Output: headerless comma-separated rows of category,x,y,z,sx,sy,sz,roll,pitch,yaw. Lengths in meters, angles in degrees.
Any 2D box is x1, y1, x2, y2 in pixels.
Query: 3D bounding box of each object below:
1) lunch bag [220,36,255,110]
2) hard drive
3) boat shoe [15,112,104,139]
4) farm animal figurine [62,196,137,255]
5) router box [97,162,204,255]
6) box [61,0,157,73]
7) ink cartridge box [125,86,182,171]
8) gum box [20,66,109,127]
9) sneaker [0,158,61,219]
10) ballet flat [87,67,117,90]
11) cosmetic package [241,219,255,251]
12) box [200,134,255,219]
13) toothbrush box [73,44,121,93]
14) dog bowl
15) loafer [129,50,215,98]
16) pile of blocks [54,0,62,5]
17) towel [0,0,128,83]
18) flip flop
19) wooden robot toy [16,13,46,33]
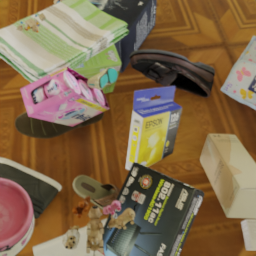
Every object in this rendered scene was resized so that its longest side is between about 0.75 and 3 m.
lunch bag,4.008,-1.510,8.468,1.717,1.287,2.025,33,72,15
hard drive,-0.671,3.132,6.467,2.676,0.357,1.765,-19,63,-10
boat shoe,-1.910,-0.305,8.008,2.439,0.877,0.829,-8,21,-9
farm animal figurine,-0.472,1.613,4.709,1.046,0.545,1.034,18,90,-8
router box,0.400,1.867,5.548,1.496,0.620,1.996,19,81,37
box,-0.718,-3.657,9.468,2.573,1.536,2.616,25,66,13
ink cartridge box,0.689,-0.026,6.751,0.428,1.820,1.798,23,24,33
gum box,-1.287,-0.608,6.041,1.074,1.893,0.626,-24,78,13
sneaker,-2.950,1.534,7.066,2.250,0.795,1.116,20,58,6
ballet flat,-0.580,-1.126,6.259,0.358,0.388,1.149,2,19,17
cosmetic package,3.646,2.580,6.728,1.645,0.417,0.679,1,62,1
box,2.485,1.076,6.724,0.785,0.959,2.019,4,31,-8
toothbrush box,-1.445,-1.578,8.012,2.153,1.568,0.927,-16,72,-18
dog bowl,-2.398,1.561,4.940,1.536,0.566,1.536,17,43,-17
loafer,1.383,-1.549,8.215,2.885,1.037,0.908,7,79,-25
pile of blocks,-2.360,-4.773,10.700,0.594,0.784,1.911,9,63,-45
towel,-1.708,-2.358,6.927,2.200,0.453,2.949,38,60,18
flip flop,-0.526,1.606,6.829,1.720,0.495,0.698,27,46,1
wooden robot toy,-2.173,-2.330,6.474,0.342,0.332,0.754,49,60,0
